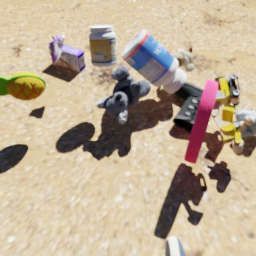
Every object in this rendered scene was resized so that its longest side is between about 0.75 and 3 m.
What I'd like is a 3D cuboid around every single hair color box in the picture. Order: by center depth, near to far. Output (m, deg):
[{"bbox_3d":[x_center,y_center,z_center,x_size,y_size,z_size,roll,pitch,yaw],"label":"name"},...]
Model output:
[{"bbox_3d":[-2.693,-3.141,12.374,1.587,0.868,0.514,23,52,20],"label":"hair color box"}]

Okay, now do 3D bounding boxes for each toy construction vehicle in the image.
[{"bbox_3d":[2.972,-0.493,8.596,0.816,2.018,2.318,-5,61,16],"label":"toy construction vehicle"}]

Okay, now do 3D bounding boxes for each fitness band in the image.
[{"bbox_3d":[2.056,-0.151,7.922,0.451,2.410,1.731,16,21,15],"label":"fitness band"}]

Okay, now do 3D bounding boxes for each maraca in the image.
[{"bbox_3d":[-3.391,-1.296,8.776,1.595,1.093,0.853,-4,57,-26],"label":"maraca"}]

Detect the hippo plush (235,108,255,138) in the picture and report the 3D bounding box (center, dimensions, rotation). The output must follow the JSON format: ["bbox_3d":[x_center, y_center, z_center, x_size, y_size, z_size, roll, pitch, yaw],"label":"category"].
[{"bbox_3d":[4.279,-0.302,9.690,1.246,0.992,1.002,0,48,0],"label":"hippo plush"}]

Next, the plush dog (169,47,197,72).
[{"bbox_3d":[2.098,-2.795,11.228,0.960,0.897,1.118,-4,32,-28],"label":"plush dog"}]

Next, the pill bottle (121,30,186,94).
[{"bbox_3d":[0.994,-2.337,10.276,2.331,1.308,1.308,37,46,-19],"label":"pill bottle"}]

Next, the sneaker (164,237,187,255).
[{"bbox_3d":[1.617,3.734,6.004,1.191,1.056,2.818,-9,57,-8],"label":"sneaker"}]

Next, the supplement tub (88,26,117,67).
[{"bbox_3d":[-0.844,-2.739,9.393,0.905,1.251,0.905,-2,25,1],"label":"supplement tub"}]

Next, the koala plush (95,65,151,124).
[{"bbox_3d":[-0.222,-0.964,9.424,1.371,1.421,1.546,33,71,3],"label":"koala plush"}]

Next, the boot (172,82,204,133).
[{"bbox_3d":[2.090,-0.820,10.468,1.627,0.648,1.974,19,55,19],"label":"boot"}]

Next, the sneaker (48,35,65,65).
[{"bbox_3d":[-2.697,-2.903,10.302,0.509,0.463,1.152,13,84,-19],"label":"sneaker"}]
